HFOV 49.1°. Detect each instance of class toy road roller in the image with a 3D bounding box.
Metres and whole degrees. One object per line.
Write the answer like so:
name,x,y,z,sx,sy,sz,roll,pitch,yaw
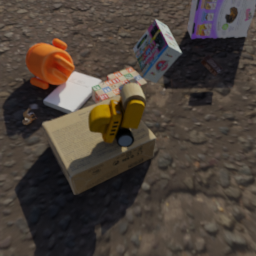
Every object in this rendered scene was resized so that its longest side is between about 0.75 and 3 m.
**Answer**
toy road roller,-0.361,-0.372,7.596,1.267,1.736,1.067,10,33,-18

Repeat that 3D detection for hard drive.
hard drive,-2.162,-1.412,11.110,1.357,0.274,2.057,20,50,18

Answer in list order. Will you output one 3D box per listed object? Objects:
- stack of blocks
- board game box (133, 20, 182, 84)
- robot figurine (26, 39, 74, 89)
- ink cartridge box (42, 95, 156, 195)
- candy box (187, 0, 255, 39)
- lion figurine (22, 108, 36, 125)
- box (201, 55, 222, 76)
stack of blocks,-0.392,-1.459,10.346,1.882,0.551,1.084,-25,54,-22
board game box,0.932,-2.616,9.511,0.585,1.344,1.821,19,38,-32
robot figurine,-3.206,-2.568,11.265,1.436,1.772,2.463,-20,35,-36
ink cartridge box,-0.925,0.410,8.865,2.828,1.062,2.329,-23,51,-19
candy box,4.546,-5.658,13.585,2.869,2.407,1.026,-2,47,-2
lion figurine,-3.668,-0.410,10.223,0.493,0.291,0.804,-28,39,-14
box,3.373,-2.521,11.331,0.315,0.421,0.840,-45,86,-4
